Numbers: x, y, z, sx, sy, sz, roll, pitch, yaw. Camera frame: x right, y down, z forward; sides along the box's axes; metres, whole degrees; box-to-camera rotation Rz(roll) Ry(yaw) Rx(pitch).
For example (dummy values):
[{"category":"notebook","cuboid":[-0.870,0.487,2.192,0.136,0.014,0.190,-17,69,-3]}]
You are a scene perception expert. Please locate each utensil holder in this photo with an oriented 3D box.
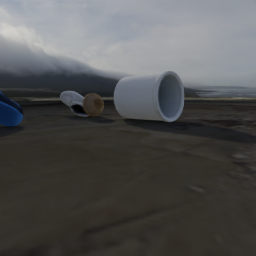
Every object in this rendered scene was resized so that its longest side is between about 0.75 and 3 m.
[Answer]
[{"category":"utensil holder","cuboid":[0.746,-1.146,10.469,2.080,1.767,1.767,4,8,41]}]

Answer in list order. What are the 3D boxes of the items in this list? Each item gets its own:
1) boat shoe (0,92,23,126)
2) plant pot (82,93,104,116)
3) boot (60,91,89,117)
[{"category":"boat shoe","cuboid":[-4.627,-0.901,8.676,2.764,1.163,0.949,38,11,-21]},{"category":"plant pot","cuboid":[-1.346,-0.970,11.484,0.960,0.960,0.443,-6,1,-38]},{"category":"boot","cuboid":[-2.304,-1.070,12.228,1.952,0.718,0.933,22,18,15]}]
